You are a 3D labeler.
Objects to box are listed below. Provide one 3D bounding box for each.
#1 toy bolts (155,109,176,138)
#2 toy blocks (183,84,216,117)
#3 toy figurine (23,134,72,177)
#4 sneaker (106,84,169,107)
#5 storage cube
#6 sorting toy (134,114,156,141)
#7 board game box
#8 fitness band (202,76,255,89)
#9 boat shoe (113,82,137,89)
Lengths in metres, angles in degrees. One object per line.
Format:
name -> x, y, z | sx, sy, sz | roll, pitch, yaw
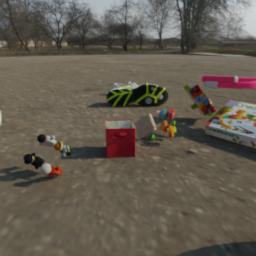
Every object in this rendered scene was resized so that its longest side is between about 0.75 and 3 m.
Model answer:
toy bolts -> 1.089, -0.140, 8.474 | 0.578, 0.834, 0.796 | 1, 28, 19
toy blocks -> 2.722, -1.031, 10.486 | 0.780, 1.562, 1.068 | -34, 1, 6
toy figurine -> -1.827, 0.613, 6.375 | 0.882, 0.869, 0.614 | 24, -7, 28
sneaker -> 0.440, -1.603, 13.085 | 2.888, 1.089, 1.103 | 1, 19, -2
storage cube -> -0.218, 0.278, 7.730 | 0.801, 0.842, 0.937 | -2, 17, -5
sorting toy -> 0.539, 0.091, 8.768 | 0.711, 0.141, 0.961 | -29, 52, 18
board game box -> 3.772, -0.084, 8.421 | 1.544, 0.423, 2.446 | -38, 36, -28
fitness band -> 3.498, -1.567, 9.490 | 1.511, 0.394, 2.103 | -9, 16, -38
boat shoe -> 0.166, -2.109, 15.152 | 2.091, 0.730, 0.741 | 8, 20, 22
